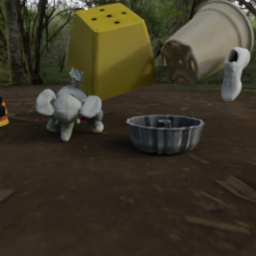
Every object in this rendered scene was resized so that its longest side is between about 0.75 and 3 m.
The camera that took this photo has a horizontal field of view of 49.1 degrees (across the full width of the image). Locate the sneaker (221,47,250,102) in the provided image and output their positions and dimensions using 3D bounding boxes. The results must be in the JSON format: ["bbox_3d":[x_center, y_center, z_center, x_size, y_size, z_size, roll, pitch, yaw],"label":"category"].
[{"bbox_3d":[3.227,-1.696,8.880,0.863,1.732,0.648,2,14,-42],"label":"sneaker"}]

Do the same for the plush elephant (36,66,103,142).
[{"bbox_3d":[-1.868,-0.500,9.011,2.038,2.475,1.916,7,30,0],"label":"plush elephant"}]

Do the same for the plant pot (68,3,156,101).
[{"bbox_3d":[-0.642,-2.850,9.934,2.598,2.292,2.598,-21,49,-20],"label":"plant pot"}]

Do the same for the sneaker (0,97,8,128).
[{"bbox_3d":[-5.457,-0.512,10.314,0.994,1.278,2.841,1,11,6],"label":"sneaker"}]

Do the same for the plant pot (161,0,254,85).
[{"bbox_3d":[2.505,-2.713,9.663,2.311,2.525,2.525,-36,27,-22],"label":"plant pot"}]

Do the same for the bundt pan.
[{"bbox_3d":[1.032,0.192,8.008,2.188,0.821,2.188,-1,12,0],"label":"bundt pan"}]

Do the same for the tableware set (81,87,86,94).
[{"bbox_3d":[-1.779,-1.662,12.177,1.049,0.693,0.210,-1,-15,43],"label":"tableware set"}]
